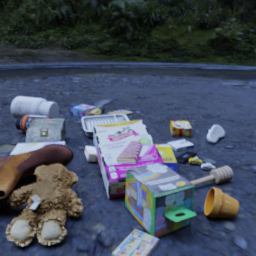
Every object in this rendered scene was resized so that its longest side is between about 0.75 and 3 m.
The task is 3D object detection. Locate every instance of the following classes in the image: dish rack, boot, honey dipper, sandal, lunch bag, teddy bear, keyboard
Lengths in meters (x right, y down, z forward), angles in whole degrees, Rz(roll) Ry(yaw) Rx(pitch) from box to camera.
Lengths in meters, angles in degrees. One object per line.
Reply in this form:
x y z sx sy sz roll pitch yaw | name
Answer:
-1.091 -0.086 13.902 2.345 0.511 2.013 -4 25 -13 | dish rack
-3.210 1.280 8.424 2.739 0.996 2.909 -2 9 0 | boot
2.157 1.705 8.789 2.584 0.491 0.491 -10 21 -23 | honey dipper
3.976 0.303 13.016 0.407 0.674 1.657 -38 -9 40 | sandal
-3.544 0.291 12.185 1.437 1.030 1.752 -2 24 -4 | lunch bag
-2.153 2.053 7.410 1.955 0.900 2.696 -14 28 -14 | teddy bear
2.317 1.167 10.935 0.651 0.139 1.085 7 20 40 | keyboard

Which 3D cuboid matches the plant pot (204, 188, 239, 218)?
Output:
2.497 2.057 7.440 0.700 0.765 0.765 17 20 2 | plant pot

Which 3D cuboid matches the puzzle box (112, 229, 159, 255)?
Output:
0.177 2.706 6.305 0.658 0.126 0.989 12 22 31 | puzzle box

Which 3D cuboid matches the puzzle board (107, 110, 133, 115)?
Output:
-0.489 -0.883 17.106 1.285 0.112 0.968 -15 23 -39 | puzzle board

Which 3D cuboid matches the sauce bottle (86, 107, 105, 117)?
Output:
-1.820 -0.789 16.050 0.618 0.618 1.872 4 19 11 | sauce bottle

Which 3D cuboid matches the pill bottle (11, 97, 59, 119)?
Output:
-5.085 -0.981 15.408 2.331 1.333 1.333 7 20 17 | pill bottle

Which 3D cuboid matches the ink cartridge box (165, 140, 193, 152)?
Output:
2.202 0.716 12.181 0.920 0.187 0.922 -9 21 -26 | ink cartridge box

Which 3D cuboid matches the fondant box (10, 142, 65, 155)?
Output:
-3.390 1.031 10.676 1.867 0.544 1.347 -1 18 -6 | fondant box

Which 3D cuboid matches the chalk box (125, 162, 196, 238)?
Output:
0.876 1.877 7.135 1.206 1.200 1.939 -8 21 -25 | chalk box

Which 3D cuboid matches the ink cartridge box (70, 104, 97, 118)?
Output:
-2.739 -1.016 16.818 1.495 0.571 1.020 12 22 37 | ink cartridge box

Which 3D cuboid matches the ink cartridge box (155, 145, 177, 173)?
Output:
0.552 1.221 10.179 2.292 0.545 2.319 1 16 -1 | ink cartridge box

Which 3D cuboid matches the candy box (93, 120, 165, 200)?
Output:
-0.029 0.900 9.250 1.872 0.838 2.746 -7 38 -14 | candy box

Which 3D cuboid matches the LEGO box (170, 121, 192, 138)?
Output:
2.565 0.051 13.723 0.902 0.467 1.211 1 18 2 | LEGO box

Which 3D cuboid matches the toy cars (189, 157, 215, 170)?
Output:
2.709 1.284 10.241 0.469 0.231 1.045 -7 22 -43 | toy cars

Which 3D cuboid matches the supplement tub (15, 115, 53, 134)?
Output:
-4.539 -0.143 13.596 1.745 0.933 0.933 3 19 11 | supplement tub

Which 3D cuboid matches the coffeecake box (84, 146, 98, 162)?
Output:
-1.305 1.021 10.898 0.635 0.302 0.827 8 15 -20 | coffeecake box
